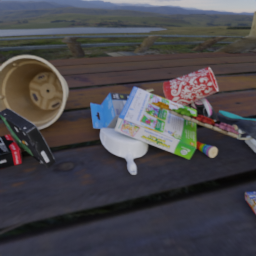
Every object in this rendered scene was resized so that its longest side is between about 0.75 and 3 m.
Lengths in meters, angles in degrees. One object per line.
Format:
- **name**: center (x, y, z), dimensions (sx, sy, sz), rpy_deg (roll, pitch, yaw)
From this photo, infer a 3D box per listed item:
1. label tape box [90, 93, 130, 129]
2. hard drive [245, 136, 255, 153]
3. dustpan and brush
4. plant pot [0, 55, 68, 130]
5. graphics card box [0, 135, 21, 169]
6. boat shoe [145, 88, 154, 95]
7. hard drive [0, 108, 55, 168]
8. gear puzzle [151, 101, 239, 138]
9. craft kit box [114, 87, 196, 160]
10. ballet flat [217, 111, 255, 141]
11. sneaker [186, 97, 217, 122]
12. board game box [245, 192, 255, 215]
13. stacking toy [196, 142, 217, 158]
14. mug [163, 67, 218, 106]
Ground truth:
- **label tape box**: center (-0.273, -0.645, 10.673), dimensions (2.165, 0.716, 1.551), rpy_deg (4, 38, -16)
- **hard drive**: center (4.739, 0.777, 8.760), dimensions (1.324, 0.268, 2.007), rpy_deg (-1, 23, -2)
- **dustpan and brush**: center (-0.011, 0.683, 8.701), dimensions (1.624, 0.666, 2.327), rpy_deg (5, 16, -12)
- **plant pot**: center (-3.563, -1.438, 11.246), dimensions (2.694, 2.694, 2.466), rpy_deg (0, 10, 1)
- **graphics card box**: center (-4.372, 0.861, 8.239), dimensions (2.088, 0.531, 1.310), rpy_deg (-14, 28, -32)
- **boat shoe**: center (0.643, -1.218, 12.534), dimensions (0.547, 0.548, 1.482), rpy_deg (-19, -9, -37)
- **hard drive**: center (-3.072, 0.267, 8.471), dimensions (2.025, 1.415, 0.383), rpy_deg (22, 51, 42)
- **gear puzzle**: center (2.058, -0.359, 8.738), dimensions (2.843, 0.372, 1.473), rpy_deg (23, 6, 23)
- **craft kit box**: center (1.059, -0.287, 9.542), dimensions (2.533, 0.622, 2.565), rpy_deg (19, 33, 3)
- **ballet flat**: center (3.717, -0.042, 9.491), dimensions (0.861, 0.861, 2.356), rpy_deg (-8, 14, -17)
- **sneaker**: center (2.999, -0.847, 11.939), dimensions (0.968, 0.900, 2.241), rpy_deg (-35, 32, 18)
- **board game box**: center (3.134, 1.739, 6.275), dimensions (0.684, 0.209, 0.903), rpy_deg (-5, 19, 3)
- **stacking toy**: center (2.436, 0.654, 8.992), dimensions (0.359, 0.359, 0.841), rpy_deg (-13, 22, -27)
- **mug**: center (2.566, -1.772, 11.526), dimensions (1.908, 1.273, 1.694), rpy_deg (-20, 42, 27)
